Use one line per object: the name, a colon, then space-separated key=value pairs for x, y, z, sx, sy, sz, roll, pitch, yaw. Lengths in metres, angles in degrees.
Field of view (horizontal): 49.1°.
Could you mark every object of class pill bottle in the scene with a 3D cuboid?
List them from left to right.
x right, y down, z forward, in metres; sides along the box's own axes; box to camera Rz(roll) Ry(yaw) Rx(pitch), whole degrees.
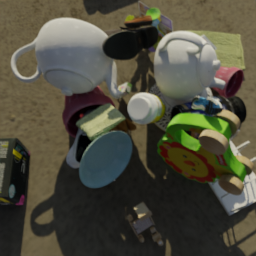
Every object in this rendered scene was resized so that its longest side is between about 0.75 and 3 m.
pill bottle: x=0.531 y=-0.555 z=8.184 sx=0.882 sy=1.614 sz=0.882 roll=1 pitch=94 yaw=19
pill bottle: x=2.525 y=-0.343 z=8.812 sx=2.137 sy=1.195 sz=1.195 roll=-13 pitch=67 yaw=-12

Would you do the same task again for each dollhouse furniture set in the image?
dollhouse furniture set: x=0.510 y=2.978 z=8.272 sx=0.676 sy=0.577 sz=1.303 roll=-28 pitch=109 yaw=-9

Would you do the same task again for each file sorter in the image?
file sorter: x=3.415 y=1.359 z=8.942 sx=1.516 sy=1.360 sz=2.184 roll=-25 pitch=68 yaw=-11

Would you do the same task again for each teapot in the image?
teapot: x=-1.707 y=-1.845 z=8.342 sx=2.537 sy=2.504 sz=1.853 roll=-3 pitch=68 yaw=41
teapot: x=1.925 y=-1.894 z=8.479 sx=1.658 sy=2.240 sz=2.270 roll=7 pitch=30 yaw=37

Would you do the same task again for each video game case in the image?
video game case: x=2.498 y=-2.708 z=9.175 sx=0.610 sy=0.852 sz=0.077 roll=42 pitch=89 yaw=-9

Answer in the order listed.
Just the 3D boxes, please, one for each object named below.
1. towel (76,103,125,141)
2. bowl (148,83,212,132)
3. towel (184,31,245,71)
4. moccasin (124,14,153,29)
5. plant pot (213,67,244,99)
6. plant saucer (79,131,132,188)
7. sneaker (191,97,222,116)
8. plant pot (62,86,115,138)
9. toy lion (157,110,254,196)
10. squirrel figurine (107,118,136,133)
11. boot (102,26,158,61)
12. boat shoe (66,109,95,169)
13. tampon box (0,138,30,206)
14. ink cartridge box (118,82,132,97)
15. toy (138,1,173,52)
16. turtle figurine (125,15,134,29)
towel: x=-0.775 y=-0.205 z=7.816 sx=1.208 sy=0.220 sz=0.897 roll=-35 pitch=52 yaw=-22
bowl: x=1.989 y=-1.127 z=10.120 sx=2.608 sy=1.224 sz=2.608 roll=0 pitch=67 yaw=0
towel: x=3.402 y=-3.087 z=11.406 sx=2.583 sy=0.471 sz=1.916 roll=4 pitch=67 yaw=1
moccasin: x=0.285 y=-3.077 z=8.045 sx=0.827 sy=0.303 sz=0.319 roll=-15 pitch=75 yaw=0
plant pot: x=3.545 y=-1.799 z=10.487 sx=1.157 sy=1.157 sz=1.036 roll=-41 pitch=49 yaw=-16
plant saucer: x=-0.643 y=0.793 z=7.490 sx=1.732 sy=1.732 sz=0.333 roll=-41 pitch=47 yaw=-16
sneaker: x=2.047 y=-0.556 z=6.928 sx=0.484 sy=1.116 sz=0.418 roll=7 pitch=104 yaw=-19
plant pot: x=-1.446 y=-0.791 z=9.730 sx=1.843 sy=1.843 sz=1.650 roll=-18 pitch=56 yaw=-8
toy lion: x=1.946 y=0.695 z=8.106 sx=2.786 sy=2.907 sz=0.998 roll=11 pitch=55 yaw=44
squirrel figurine: x=-0.764 y=0.220 z=9.011 sx=1.592 sy=1.127 sz=1.486 roll=43 pitch=60 yaw=-11
boot: x=-0.395 y=-2.659 z=8.620 sx=1.982 sy=0.788 sz=2.277 roll=18 pitch=35 yaw=42
boat shoe: x=-1.341 y=0.300 z=9.388 sx=0.820 sy=0.729 sz=2.230 roll=25 pitch=64 yaw=-22
tampon box: x=-3.993 y=1.422 z=8.880 sx=1.174 sy=1.394 sz=1.860 roll=-2 pitch=66 yaw=-1
ink cartridge box: x=-0.214 y=-1.388 z=10.472 sx=0.223 sy=0.750 sz=0.390 roll=28 pitch=63 yaw=-32
toy: x=0.909 y=-3.111 z=9.707 sx=1.384 sy=2.404 sz=0.568 roll=38 pitch=80 yaw=19
turtle figurine: x=0.483 y=-3.791 z=11.246 sx=0.690 sy=1.729 sz=2.144 roll=-41 pitch=65 yaw=14
